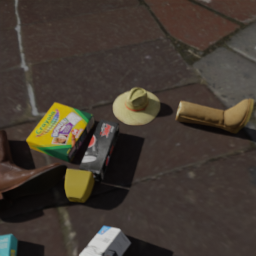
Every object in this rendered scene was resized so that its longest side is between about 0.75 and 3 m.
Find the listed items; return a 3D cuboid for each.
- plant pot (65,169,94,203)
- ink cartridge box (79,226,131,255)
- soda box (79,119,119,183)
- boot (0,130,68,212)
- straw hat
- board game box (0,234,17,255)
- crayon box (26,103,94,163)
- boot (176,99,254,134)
[{"bbox_3d":[-1.429,1.702,8.016,0.740,0.736,0.757,7,58,5],"label":"plant pot"},{"bbox_3d":[-0.634,3.040,6.788,1.183,0.858,0.495,-44,105,-32],"label":"ink cartridge box"},{"bbox_3d":[-0.864,0.678,8.841,0.685,0.613,1.936,12,53,9],"label":"soda box"},{"bbox_3d":[-3.515,0.878,8.584,2.610,0.899,2.800,-24,52,-17],"label":"boot"},{"bbox_3d":[0.314,-1.008,10.047,1.792,0.759,1.792,0,53,0],"label":"straw hat"},{"bbox_3d":[-3.583,3.779,6.522,1.661,0.516,2.200,-7,53,-5],"label":"board game box"},{"bbox_3d":[-2.202,0.106,9.334,1.522,0.514,1.764,18,55,13],"label":"crayon box"},{"bbox_3d":[2.700,-0.494,9.042,2.102,1.841,0.695,14,61,7],"label":"boot"}]
